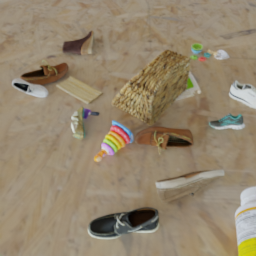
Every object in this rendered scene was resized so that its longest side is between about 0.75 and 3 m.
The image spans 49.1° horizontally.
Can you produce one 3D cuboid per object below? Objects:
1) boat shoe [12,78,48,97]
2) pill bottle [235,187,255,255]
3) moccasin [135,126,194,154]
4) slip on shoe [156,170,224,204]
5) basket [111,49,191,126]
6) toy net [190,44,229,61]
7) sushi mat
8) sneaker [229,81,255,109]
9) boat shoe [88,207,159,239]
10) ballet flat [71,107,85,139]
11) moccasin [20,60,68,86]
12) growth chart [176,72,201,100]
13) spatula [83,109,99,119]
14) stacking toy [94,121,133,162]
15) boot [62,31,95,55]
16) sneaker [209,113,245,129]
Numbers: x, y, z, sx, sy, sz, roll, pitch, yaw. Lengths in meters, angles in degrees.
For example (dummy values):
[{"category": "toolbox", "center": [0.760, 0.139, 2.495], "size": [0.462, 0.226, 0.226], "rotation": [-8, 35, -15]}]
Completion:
[{"category": "boat shoe", "center": [-3.779, -1.470, 10.769], "size": [1.352, 0.497, 0.442], "rotation": [16, 21, -16]}, {"category": "pill bottle", "center": [3.295, 2.695, 6.591], "size": [1.367, 1.367, 2.503], "rotation": [7, 48, 7]}, {"category": "moccasin", "center": [1.189, 0.414, 9.226], "size": [1.920, 0.702, 0.741], "rotation": [6, 38, -7]}, {"category": "slip on shoe", "center": [1.832, 1.649, 8.086], "size": [2.085, 0.793, 0.632], "rotation": [-10, 83, -18]}, {"category": "basket", "center": [0.773, -1.775, 10.229], "size": [1.981, 1.898, 2.659], "rotation": [31, 60, 26]}, {"category": "toy net", "center": [3.803, -3.449, 12.974], "size": [1.783, 0.344, 0.936], "rotation": [9, 48, 7]}, {"category": "sushi mat", "center": [-1.993, -1.565, 11.393], "size": [1.843, 0.112, 0.882], "rotation": [30, 55, 24]}, {"category": "sneaker", "center": [4.741, -1.251, 10.728], "size": [1.662, 0.669, 0.635], "rotation": [24, 50, 18]}, {"category": "boat shoe", "center": [-0.126, 2.440, 7.340], "size": [1.897, 0.642, 0.681], "rotation": [-6, 49, -4]}, {"category": "ballet flat", "center": [-1.772, -0.226, 9.842], "size": [0.500, 0.500, 1.413], "rotation": [-5, 53, -5]}, {"category": "moccasin", "center": [-3.440, -2.290, 11.593], "size": [2.042, 0.788, 0.747], "rotation": [-22, 51, -19]}, {"category": "growth chart", "center": [1.827, -1.590, 11.256], "size": [2.092, 0.186, 1.514], "rotation": [-19, 51, -8]}, {"category": "spatula", "center": [-1.336, -0.496, 9.890], "size": [1.393, 0.143, 0.394], "rotation": [6, 66, 60]}, {"category": "stacking toy", "center": [-0.571, 0.557, 9.091], "size": [0.797, 0.843, 1.453], "rotation": [33, 67, 25]}, {"category": "boot", "center": [-2.356, -4.139, 13.418], "size": [1.424, 0.619, 1.712], "rotation": [2, 50, 0]}, {"category": "sneaker", "center": [3.414, -0.259, 9.695], "size": [1.169, 0.533, 0.454], "rotation": [-2, 24, 13]}]
